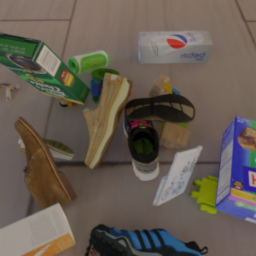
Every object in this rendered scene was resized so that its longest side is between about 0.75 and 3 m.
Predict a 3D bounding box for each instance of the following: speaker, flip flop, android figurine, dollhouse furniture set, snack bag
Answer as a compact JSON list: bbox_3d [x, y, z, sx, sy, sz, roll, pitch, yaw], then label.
[{"bbox_3d":[-1.426,-2.424,10.321,1.494,0.661,0.661,-25,56,-34],"label":"speaker"},{"bbox_3d":[0.940,-0.495,8.398,2.177,0.627,0.883,-1,76,26],"label":"flip flop"},{"bbox_3d":[2.359,1.842,7.781,1.196,0.246,1.089,14,54,14],"label":"android figurine"},{"bbox_3d":[-4.504,-1.248,10.168,0.881,0.698,0.625,-2,93,26],"label":"dollhouse furniture set"},{"bbox_3d":[1.261,1.163,7.020,0.161,1.508,1.422,31,22,33],"label":"snack bag"}]

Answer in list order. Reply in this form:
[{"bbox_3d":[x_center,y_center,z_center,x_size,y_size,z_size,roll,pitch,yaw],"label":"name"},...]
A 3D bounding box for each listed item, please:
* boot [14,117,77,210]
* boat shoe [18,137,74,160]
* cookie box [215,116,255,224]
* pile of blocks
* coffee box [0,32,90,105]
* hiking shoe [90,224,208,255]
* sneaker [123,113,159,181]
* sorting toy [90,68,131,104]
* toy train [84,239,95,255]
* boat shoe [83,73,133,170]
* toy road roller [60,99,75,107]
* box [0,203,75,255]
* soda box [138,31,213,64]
[{"bbox_3d":[-2.469,0.971,7.485,1.016,0.991,2.692,-30,88,-16],"label":"boot"},{"bbox_3d":[-2.468,0.669,8.437,1.662,0.568,0.621,20,12,-5],"label":"boat shoe"},{"bbox_3d":[3.707,1.207,7.518,2.269,0.997,2.652,18,52,4],"label":"cookie box"},{"bbox_3d":[1.330,-0.446,9.177,1.124,0.851,2.737,4,59,-15],"label":"pile of blocks"},{"bbox_3d":[-2.431,-1.590,8.011,1.759,2.861,0.629,16,79,20],"label":"coffee box"},{"bbox_3d":[0.409,2.898,6.688,2.718,1.011,1.178,17,33,20],"label":"hiking shoe"},{"bbox_3d":[0.409,0.168,8.433,0.986,1.169,2.672,-6,54,-4],"label":"sneaker"},{"bbox_3d":[-0.721,-1.312,9.837,1.241,0.848,2.066,-10,38,-21],"label":"sorting toy"},{"bbox_3d":[-0.943,3.106,6.916,0.243,0.181,1.059,19,54,-4],"label":"toy train"},{"bbox_3d":[-0.852,-0.257,8.386,1.108,1.043,2.909,21,77,-8],"label":"boat shoe"},{"bbox_3d":[-2.056,-1.188,9.821,0.683,0.575,0.936,-1,58,-12],"label":"toy road roller"},{"bbox_3d":[-2.224,2.664,6.696,1.649,1.026,0.804,-22,57,-15],"label":"box"},{"bbox_3d":[1.797,-3.167,11.023,2.766,0.944,0.877,-1,54,-1],"label":"soda box"}]
